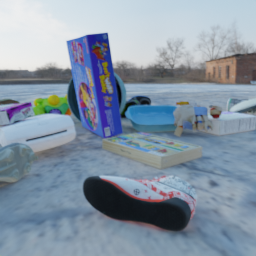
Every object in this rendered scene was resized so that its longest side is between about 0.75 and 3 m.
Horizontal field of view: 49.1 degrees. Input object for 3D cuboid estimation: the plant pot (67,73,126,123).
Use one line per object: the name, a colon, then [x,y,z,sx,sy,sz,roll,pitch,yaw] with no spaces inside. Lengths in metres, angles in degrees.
plant pot: [-0.968,-1.205,10.596,2.207,2.207,1.478,4,9,21]

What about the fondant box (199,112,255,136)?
fondant box: [3.288,-0.190,9.675,1.791,0.522,1.292,-5,13,-30]

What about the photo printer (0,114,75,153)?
photo printer: [-2.296,0.123,6.944,1.680,0.701,2.019,-15,11,-28]

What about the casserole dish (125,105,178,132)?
casserole dish: [0.982,-0.307,9.695,2.231,0.433,1.351,-2,32,-13]

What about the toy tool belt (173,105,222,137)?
toy tool belt: [2.171,-0.165,8.740,1.513,0.930,0.945,1,-13,0]

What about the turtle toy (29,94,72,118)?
turtle toy: [-3.060,-0.743,11.078,1.481,1.027,2.033,-3,8,43]

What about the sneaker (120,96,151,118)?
sneaker: [0.164,-0.860,12.540,2.481,0.880,1.028,-16,27,-41]

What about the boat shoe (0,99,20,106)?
boat shoe: [-4.321,-0.294,8.521,0.820,0.868,2.413,18,39,35]

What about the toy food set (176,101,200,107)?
toy food set: [2.718,-0.863,12.705,0.584,0.620,1.298,9,4,41]

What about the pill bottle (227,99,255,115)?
pill bottle: [5.358,-0.972,13.065,1.321,0.747,0.747,7,13,31]

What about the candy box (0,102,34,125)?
candy box: [-3.105,-0.329,6.968,1.226,0.374,0.836,-2,17,26]

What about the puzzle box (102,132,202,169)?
puzzle box: [0.536,0.484,6.896,1.425,0.272,2.141,-8,14,-39]

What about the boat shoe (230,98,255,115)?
boat shoe: [5.072,-0.813,11.165,2.013,0.622,0.733,-20,16,-4]

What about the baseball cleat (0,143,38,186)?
baseball cleat: [-2.518,0.690,4.666,1.119,0.733,2.103,4,11,16]

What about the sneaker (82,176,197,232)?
sneaker: [0.193,0.944,3.985,1.559,0.521,0.835,9,13,24]

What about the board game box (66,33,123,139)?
board game box: [-1.108,-1.353,8.913,0.671,2.996,2.014,-16,19,-25]
